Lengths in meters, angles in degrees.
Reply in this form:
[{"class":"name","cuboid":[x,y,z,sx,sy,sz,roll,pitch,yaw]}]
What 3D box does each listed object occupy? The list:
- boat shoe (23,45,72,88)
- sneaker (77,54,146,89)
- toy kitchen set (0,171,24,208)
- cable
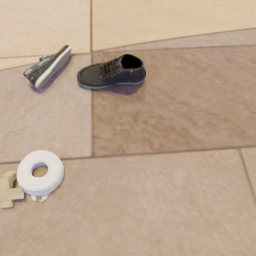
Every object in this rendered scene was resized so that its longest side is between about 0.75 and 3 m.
[{"class":"boat shoe","cuboid":[-2.708,-2.301,9.714,0.716,0.760,2.117,36,59,-2]},{"class":"sneaker","cuboid":[-0.618,-1.926,9.122,2.368,1.258,0.886,-5,80,4]},{"class":"toy kitchen set","cuboid":[-3.078,1.645,7.643,0.647,0.716,0.793,-4,98,1]},{"class":"cable","cuboid":[-2.451,1.239,7.796,1.280,0.443,1.280,35,64,20]}]
